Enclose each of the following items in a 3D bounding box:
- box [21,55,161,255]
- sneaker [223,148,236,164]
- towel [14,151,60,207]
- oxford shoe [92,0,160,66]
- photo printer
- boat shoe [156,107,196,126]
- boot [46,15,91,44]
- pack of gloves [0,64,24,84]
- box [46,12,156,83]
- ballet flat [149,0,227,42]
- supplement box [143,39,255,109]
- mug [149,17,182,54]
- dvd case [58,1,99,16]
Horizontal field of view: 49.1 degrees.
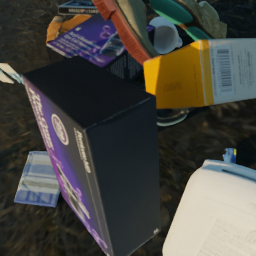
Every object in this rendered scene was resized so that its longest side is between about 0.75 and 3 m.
[{"bbox_3d":[-0.420,0.425,3.766,0.911,2.309,1.630,-29,42,-28],"label":"box"},{"bbox_3d":[2.629,0.888,7.282,0.325,0.273,0.829,2,52,20],"label":"sneaker"},{"bbox_3d":[-2.146,1.246,7.047,1.061,0.172,1.445,5,54,1],"label":"towel"},{"bbox_3d":[0.181,-2.225,5.973,0.865,2.312,0.814,-41,21,-9],"label":"oxford shoe"},{"bbox_3d":[1.389,1.376,3.474,1.680,2.019,0.701,24,41,20],"label":"photo printer"},{"bbox_3d":[1.687,-0.857,8.278,2.304,0.764,0.861,-24,56,-17],"label":"boat shoe"},{"bbox_3d":[-2.098,-3.565,10.488,1.840,0.678,1.423,0,55,7],"label":"boot"},{"bbox_3d":[-3.009,-1.417,6.904,0.884,1.052,0.208,9,74,14],"label":"pack of gloves"},{"bbox_3d":[-0.754,-2.364,8.989,2.089,1.473,2.824,31,59,22],"label":"box"},{"bbox_3d":[1.586,-2.880,7.008,0.935,2.652,0.866,17,87,50],"label":"ballet flat"},{"bbox_3d":[1.817,-0.965,5.060,2.599,1.638,0.956,-9,95,-26],"label":"supplement box"},{"bbox_3d":[1.350,-3.364,10.142,1.420,1.049,1.245,20,37,-19],"label":"mug"},{"bbox_3d":[-1.506,-4.702,10.949,1.855,0.305,2.468,2,30,1],"label":"dvd case"}]
